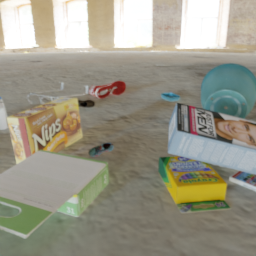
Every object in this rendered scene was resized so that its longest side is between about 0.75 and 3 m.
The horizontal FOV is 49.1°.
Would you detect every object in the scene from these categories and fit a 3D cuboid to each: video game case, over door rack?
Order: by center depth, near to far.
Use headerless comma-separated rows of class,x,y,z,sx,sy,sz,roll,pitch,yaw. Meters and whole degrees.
video game case,3.473,1.378,7.116,1.017,0.124,1.423,-18,27,-40
over door rack,-3.456,-1.555,14.145,1.905,0.859,2.578,12,27,26

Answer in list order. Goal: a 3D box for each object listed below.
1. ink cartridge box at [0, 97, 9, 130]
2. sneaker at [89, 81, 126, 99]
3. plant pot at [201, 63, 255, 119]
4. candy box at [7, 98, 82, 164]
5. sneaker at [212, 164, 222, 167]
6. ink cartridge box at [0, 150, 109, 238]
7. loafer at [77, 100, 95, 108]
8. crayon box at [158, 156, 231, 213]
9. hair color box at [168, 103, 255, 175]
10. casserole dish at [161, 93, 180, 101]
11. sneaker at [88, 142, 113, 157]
ink cartridge box,-5.828,-0.560,11.403,1.533,0.899,2.093,-10,21,-26
sneaker,-1.309,-2.372,16.504,1.331,0.903,2.305,20,26,41
plant pot,4.018,-1.161,11.346,2.346,2.346,2.204,7,30,19
candy box,-2.482,0.024,8.838,0.704,1.469,2.546,3,19,25
sneaker,2.477,0.506,8.301,0.675,0.936,1.783,-14,23,-42
ink cartridge box,-1.982,1.426,6.138,2.107,0.694,2.896,8,23,21
loafer,-2.026,-1.117,13.482,1.062,0.388,0.379,-5,22,-38
crayon box,1.551,1.277,6.849,1.184,0.486,1.884,-2,20,-9
hair color box,2.475,0.291,7.422,2.709,0.821,1.341,14,38,-1
casserole dish,2.337,-1.713,15.580,0.778,0.249,1.285,-8,22,-21
sneaker,-0.846,0.616,8.553,0.804,0.319,0.384,-21,-20,-10
